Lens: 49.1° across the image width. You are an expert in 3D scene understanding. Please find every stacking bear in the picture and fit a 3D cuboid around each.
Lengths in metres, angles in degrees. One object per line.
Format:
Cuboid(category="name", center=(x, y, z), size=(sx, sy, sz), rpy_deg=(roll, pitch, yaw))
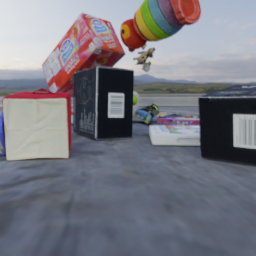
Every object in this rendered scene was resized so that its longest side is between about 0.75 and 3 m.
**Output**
Cuboid(category="stacking bear", center=(0.648, -2.800, 7.333), size=(2.195, 1.333, 1.248), rpy_deg=(-21, -1, 42))

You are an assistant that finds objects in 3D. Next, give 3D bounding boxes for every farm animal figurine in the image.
Cuboid(category="farm animal figurine", center=(0.648, -2.980, 11.029), size=(0.643, 1.219, 1.233), rpy_deg=(7, -17, 47))

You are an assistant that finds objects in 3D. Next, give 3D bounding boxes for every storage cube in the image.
Cuboid(category="storage cube", center=(-1.532, -0.083, 4.922), size=(1.012, 1.184, 1.064), rpy_deg=(0, 12, -9))

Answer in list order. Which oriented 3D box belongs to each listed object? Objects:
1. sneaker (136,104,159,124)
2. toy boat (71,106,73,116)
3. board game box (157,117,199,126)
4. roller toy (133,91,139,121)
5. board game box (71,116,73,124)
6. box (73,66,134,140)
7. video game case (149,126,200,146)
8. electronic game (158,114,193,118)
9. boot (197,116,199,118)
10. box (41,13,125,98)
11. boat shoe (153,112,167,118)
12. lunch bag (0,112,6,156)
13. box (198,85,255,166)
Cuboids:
Cuboid(category="sneaker", center=(0.880, -0.701, 12.062), size=(0.855, 0.731, 2.063), rpy_deg=(-41, -1, 8))
Cuboid(category="toy boat", center=(-3.271, -0.919, 15.637), size=(1.052, 0.687, 0.686), rpy_deg=(1, 6, 14))
Cuboid(category="board game box", center=(2.217, -0.231, 10.814), size=(1.256, 0.338, 2.092), rpy_deg=(-8, 9, -31))
Cuboid(category="roller toy", center=(-0.468, -0.939, 12.363), size=(1.799, 1.378, 1.972), rpy_deg=(7, -2, 5))
Cuboid(category="board game box", center=(-2.199, -0.348, 11.623), size=(1.028, 0.304, 1.352), rpy_deg=(3, 5, 32))
Cuboid(category="box", center=(-0.716, -0.646, 7.455), size=(1.080, 1.743, 1.713), rpy_deg=(-1, 6, -30))
Cuboid(category="video game case", center=(1.546, 0.155, 6.878), size=(2.009, 0.261, 2.207), rpy_deg=(0, 6, 2))
Cuboid(category="electronic game", center=(2.260, -0.518, 13.363), size=(1.617, 0.336, 1.617), rpy_deg=(0, 5, 0))
Cuboid(category="boot", center=(4.146, -0.556, 12.159), size=(1.839, 0.634, 1.974), rpy_deg=(-12, -5, 33))
Cuboid(category="box", center=(-1.676, -2.409, 9.976), size=(1.393, 1.455, 2.919), rpy_deg=(-5, -24, -48))
Cuboid(category="boat shoe", center=(1.692, -0.671, 15.754), size=(0.954, 0.346, 0.299), rpy_deg=(-5, -37, -2))
Cuboid(category="lunch bag", center=(-2.632, 0.076, 4.757), size=(1.188, 0.865, 1.397), rpy_deg=(-2, -2, -16))
Cuboid(category="box", center=(2.366, -0.129, 4.579), size=(1.793, 1.071, 1.823), rpy_deg=(5, 17, 39))
